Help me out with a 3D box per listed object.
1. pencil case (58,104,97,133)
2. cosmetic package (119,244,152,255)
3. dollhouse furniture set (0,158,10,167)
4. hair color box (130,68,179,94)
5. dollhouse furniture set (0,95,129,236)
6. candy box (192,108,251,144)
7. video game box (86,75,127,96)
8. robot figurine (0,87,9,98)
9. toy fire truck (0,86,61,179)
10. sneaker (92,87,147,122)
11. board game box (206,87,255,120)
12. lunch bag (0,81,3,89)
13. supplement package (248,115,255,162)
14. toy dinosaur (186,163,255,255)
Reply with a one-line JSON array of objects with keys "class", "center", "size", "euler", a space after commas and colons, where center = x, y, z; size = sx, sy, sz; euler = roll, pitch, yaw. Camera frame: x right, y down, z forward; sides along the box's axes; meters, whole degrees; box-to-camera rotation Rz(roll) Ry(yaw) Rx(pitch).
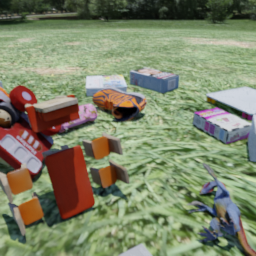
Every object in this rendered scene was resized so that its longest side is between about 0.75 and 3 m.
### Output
[{"class": "pencil case", "center": [-2.087, -0.403, 11.018], "size": [1.839, 0.796, 0.761], "euler": [-24, 7, -40]}, {"class": "cosmetic package", "center": [-0.234, 2.706, 4.416], "size": [1.732, 0.781, 0.925], "euler": [-17, 29, -26]}, {"class": "dollhouse furniture set", "center": [-3.730, 0.456, 8.842], "size": [0.745, 1.078, 1.141], "euler": [16, 35, 18]}, {"class": "hair color box", "center": [1.450, -2.756, 15.983], "size": [1.309, 0.802, 2.645], "euler": [-22, 32, -38]}, {"class": "dollhouse furniture set", "center": [-1.409, 0.713, 6.235], "size": [2.756, 2.726, 1.420], "euler": [-21, 18, -27]}, {"class": "candy box", "center": [3.531, -0.122, 10.632], "size": [1.259, 0.563, 1.846], "euler": [-12, 28, -24]}, {"class": "video game box", "center": [-1.237, -2.364, 15.461], "size": [2.119, 0.544, 2.326], "euler": [-5, 26, -5]}, {"class": "robot figurine", "center": [-5.940, -1.083, 11.912], "size": [1.247, 1.538, 2.138], "euler": [40, 26, -8]}, {"class": "toy fire truck", "center": [-3.310, 0.068, 8.213], "size": [1.409, 2.514, 2.111], "euler": [-35, 20, 23]}, {"class": "sneaker", "center": [-0.614, -1.016, 12.042], "size": [2.608, 1.012, 1.461], "euler": [5, 31, 24]}, {"class": "board game box", "center": [5.654, -1.221, 13.223], "size": [2.830, 0.366, 2.831], "euler": [-12, 28, -25]}, {"class": "lunch bag", "center": [-7.487, -2.210, 15.217], "size": [0.975, 0.469, 1.216], "euler": [1, 25, 8]}, {"class": "supplement package", "center": [4.678, 0.373, 8.994], "size": [1.368, 1.052, 1.430], "euler": [8, 28, 16]}, {"class": "toy dinosaur", "center": [2.143, 1.922, 6.489], "size": [2.089, 1.097, 1.896], "euler": [45, 29, 10]}]
